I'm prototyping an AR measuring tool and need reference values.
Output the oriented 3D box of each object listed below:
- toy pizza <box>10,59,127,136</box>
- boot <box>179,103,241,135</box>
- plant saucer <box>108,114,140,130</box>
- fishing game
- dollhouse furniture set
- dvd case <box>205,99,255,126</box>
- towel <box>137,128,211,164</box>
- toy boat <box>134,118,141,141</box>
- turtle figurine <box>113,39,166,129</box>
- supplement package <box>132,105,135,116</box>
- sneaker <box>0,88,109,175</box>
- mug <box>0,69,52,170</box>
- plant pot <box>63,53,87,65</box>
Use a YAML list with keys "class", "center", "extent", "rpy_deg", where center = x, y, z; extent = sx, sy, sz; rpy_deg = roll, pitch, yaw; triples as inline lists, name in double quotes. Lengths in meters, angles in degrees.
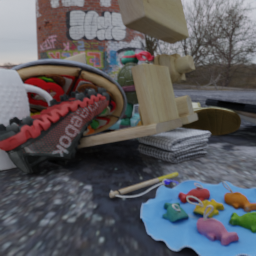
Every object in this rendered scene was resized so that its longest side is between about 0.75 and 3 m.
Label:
- class: "toy pizza"
  center: [-1.515, -0.436, 6.559]
  extent: [2.981, 0.472, 2.981]
  rpy_deg: [-2, -31, -1]
- class: "boot"
  center: [2.314, -0.349, 8.746]
  extent: [2.230, 0.804, 1.724]
  rpy_deg: [-1, 13, 21]
- class: "plant saucer"
  center: [-0.064, -0.249, 9.221]
  extent: [2.087, 0.286, 2.087]
  rpy_deg: [0, 11, 0]
- class: "fishing game"
  center: [1.007, 0.866, 3.130]
  extent: [1.741, 0.378, 2.431]
  rpy_deg: [-9, 13, -30]
- class: "dollhouse furniture set"
  center: [-0.135, -1.281, 6.138]
  extent: [2.419, 2.969, 2.823]
  rpy_deg: [-12, 0, 32]
- class: "dvd case"
  center: [3.818, -0.294, 8.139]
  extent: [2.136, 0.263, 2.994]
  rpy_deg: [19, 5, -14]
- class: "towel"
  center: [0.952, 0.344, 5.810]
  extent: [1.216, 0.520, 1.007]
  rpy_deg: [-9, 12, -36]
- class: "toy boat"
  center: [0.490, 0.013, 7.179]
  extent: [0.756, 0.636, 0.351]
  rpy_deg: [-4, -1, 24]
- class: "turtle figurine"
  center: [0.182, -1.066, 7.552]
  extent: [1.940, 2.592, 1.305]
  rpy_deg: [-2, 7, 24]
- class: "supplement package"
  center: [-0.228, -0.607, 9.083]
  extent: [0.759, 0.455, 0.460]
  rpy_deg: [-7, 19, -34]
- class: "sneaker"
  center: [-1.152, 0.035, 5.011]
  extent: [2.250, 1.099, 0.795]
  rpy_deg: [-34, 22, -35]
- class: "mug"
  center: [-2.340, -0.239, 5.297]
  extent: [1.957, 1.716, 1.445]
  rpy_deg: [0, 12, -29]
- class: "plant pot"
  center: [-1.914, -1.233, 8.012]
  extent: [1.677, 1.570, 1.570]
  rpy_deg: [-10, 10, -5]
